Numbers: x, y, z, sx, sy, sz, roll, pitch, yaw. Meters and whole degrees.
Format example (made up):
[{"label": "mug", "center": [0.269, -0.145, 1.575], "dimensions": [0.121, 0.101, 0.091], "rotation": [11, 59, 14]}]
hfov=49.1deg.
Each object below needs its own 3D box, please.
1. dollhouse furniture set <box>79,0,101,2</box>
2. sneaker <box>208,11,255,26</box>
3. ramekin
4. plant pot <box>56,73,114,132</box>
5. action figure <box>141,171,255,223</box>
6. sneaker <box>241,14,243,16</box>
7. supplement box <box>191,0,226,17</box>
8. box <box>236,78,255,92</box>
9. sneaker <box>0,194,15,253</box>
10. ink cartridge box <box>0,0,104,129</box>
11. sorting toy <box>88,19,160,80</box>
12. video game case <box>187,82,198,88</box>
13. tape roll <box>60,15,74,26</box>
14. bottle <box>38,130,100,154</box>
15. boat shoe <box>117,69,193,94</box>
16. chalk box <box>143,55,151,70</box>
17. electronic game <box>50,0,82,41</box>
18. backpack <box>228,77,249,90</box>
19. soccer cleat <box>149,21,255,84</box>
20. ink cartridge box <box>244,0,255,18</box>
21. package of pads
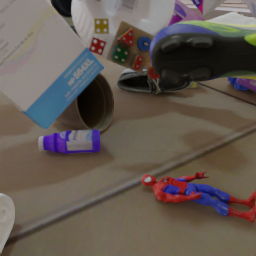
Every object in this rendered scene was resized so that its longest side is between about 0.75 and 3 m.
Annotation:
[{"label": "dollhouse furniture set", "center": [-0.503, -3.651, 6.814], "dimensions": [1.664, 1.571, 1.086], "rotation": [11, 8, -26]}, {"label": "sneaker", "center": [2.327, -2.455, 7.547], "dimensions": [2.908, 1.059, 1.231], "rotation": [14, 64, 36]}, {"label": "ramekin", "center": [-0.108, -3.373, 7.678], "dimensions": [2.809, 2.809, 1.369], "rotation": [-7, 2, -13]}, {"label": "plant pot", "center": [-1.386, -0.670, 7.617], "dimensions": [1.381, 1.592, 1.592], "rotation": [0, 25, 32]}, {"label": "action figure", "center": [1.244, 1.175, 5.190], "dimensions": [2.079, 0.537, 0.680], "rotation": [8, 32, 18]}, {"label": "sneaker", "center": [3.754, -3.266, 9.031], "dimensions": [0.548, 0.508, 1.351], "rotation": [29, 31, -12]}, {"label": "supplement box", "center": [1.732, -2.902, 4.875], "dimensions": [0.885, 0.867, 1.713], "rotation": [-40, 1, -12]}, {"label": "box", "center": [5.088, -1.940, 9.683], "dimensions": [2.049, 0.585, 2.994], "rotation": [29, 44, 12]}, {"label": "sneaker", "center": [-2.779, 1.811, 3.696], "dimensions": [1.747, 0.961, 2.386], "rotation": [-4, 32, 9]}, {"label": "ink cartridge box", "center": [-2.131, -1.605, 5.190], "dimensions": [1.676, 2.677, 1.721], "rotation": [-47, 34, -8]}, {"label": "sorting toy", "center": [0.029, -1.386, 4.822], "dimensions": [1.445, 0.697, 0.244], "rotation": [20, 16, -17]}, {"label": "video game case", "center": [1.973, -2.011, 11.052], "dimensions": [1.458, 0.288, 1.609], "rotation": [4, 29, 8]}, {"label": "tape roll", "center": [-2.818, -3.667, 10.167], "dimensions": [1.846, 0.337, 1.846], "rotation": [-22, -7, -3]}, {"label": "bottle", "center": [-1.381, 0.333, 6.682], "dimensions": [1.418, 0.463, 0.592], "rotation": [-2, 29, -4]}, {"label": "boat shoe", "center": [0.910, -1.560, 9.789], "dimensions": [2.706, 0.975, 0.960], "rotation": [1, 36, 23]}, {"label": "chalk box", "center": [0.428, -2.877, 12.194], "dimensions": [0.713, 0.708, 1.142], "rotation": [-16, 32, -24]}, {"label": "electronic game", "center": [-2.087, -4.227, 9.267], "dimensions": [0.572, 2.750, 2.750], "rotation": [1, 23, 42]}, {"label": "backpack", "center": [4.109, -1.791, 10.252], "dimensions": [0.759, 0.735, 0.905], "rotation": [0, 39, 3]}, {"label": "soccer cleat", "center": [1.623, -1.051, 3.696], "dimensions": [2.671, 0.863, 1.117], "rotation": [3, 35, 7]}, {"label": "ink cartridge box", "center": [3.894, -3.901, 8.113], "dimensions": [0.962, 2.047, 0.452], "rotation": [-29, -2, -9]}, {"label": "package of pads", "center": [1.488, -3.585, 9.400], "dimensions": [1.191, 0.748, 1.976], "rotation": [-41, 69, -7]}]
